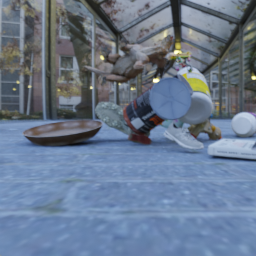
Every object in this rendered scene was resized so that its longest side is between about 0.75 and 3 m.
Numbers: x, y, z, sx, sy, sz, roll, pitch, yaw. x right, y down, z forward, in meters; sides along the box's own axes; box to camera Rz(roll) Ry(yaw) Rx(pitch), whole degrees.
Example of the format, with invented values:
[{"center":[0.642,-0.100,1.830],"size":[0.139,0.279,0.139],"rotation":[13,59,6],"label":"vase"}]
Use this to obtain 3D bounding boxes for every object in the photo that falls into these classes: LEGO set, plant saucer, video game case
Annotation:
[{"center":[1.470,-1.727,7.543],"size":[0.578,0.468,1.256],"rotation":[-16,-4,19],"label":"LEGO set"},{"center":[-2.174,0.158,9.569],"size":[2.680,0.430,2.680],"rotation":[-6,11,1],"label":"plant saucer"},{"center":[3.169,0.524,6.799],"size":[2.009,0.258,2.210],"rotation":[3,3,27],"label":"video game case"}]

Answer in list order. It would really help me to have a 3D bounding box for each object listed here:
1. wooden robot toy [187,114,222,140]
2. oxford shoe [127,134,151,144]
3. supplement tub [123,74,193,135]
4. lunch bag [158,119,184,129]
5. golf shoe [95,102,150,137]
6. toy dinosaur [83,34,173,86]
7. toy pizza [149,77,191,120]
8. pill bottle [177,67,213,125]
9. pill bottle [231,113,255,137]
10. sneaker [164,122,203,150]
[{"center":[2.982,0.177,10.736],"size":[1.140,1.107,2.513],"rotation":[35,2,-3],"label":"wooden robot toy"},{"center":[0.358,0.372,8.976],"size":[0.788,0.277,0.295],"rotation":[16,-21,-11],"label":"oxford shoe"},{"center":[0.959,-0.768,9.000],"size":[2.223,1.189,1.189],"rotation":[-36,-17,29],"label":"supplement tub"},{"center":[1.610,-0.485,10.886],"size":[1.254,1.006,0.484],"rotation":[23,13,14],"label":"lunch bag"},{"center":[-0.235,-0.133,10.469],"size":[2.250,0.881,1.094],"rotation":[30,-17,8],"label":"golf shoe"},{"center":[0.095,-1.702,7.761],"size":[2.504,1.075,1.697],"rotation":[-17,-4,23],"label":"toy dinosaur"},{"center":[1.163,-0.806,7.782],"size":[1.202,1.202,0.190],"rotation":[-1,-5,-10],"label":"toy pizza"},{"center":[2.274,-1.263,10.204],"size":[1.269,1.269,2.257],"rotation":[0,39,5],"label":"pill bottle"},{"center":[5.176,-0.145,12.302],"size":[1.051,1.051,1.869],"rotation":[2,3,33],"label":"pill bottle"},{"center":[1.462,0.216,7.317],"size":[1.156,0.474,0.432],"rotation":[28,15,34],"label":"sneaker"}]
